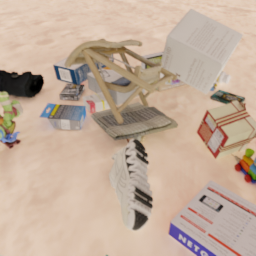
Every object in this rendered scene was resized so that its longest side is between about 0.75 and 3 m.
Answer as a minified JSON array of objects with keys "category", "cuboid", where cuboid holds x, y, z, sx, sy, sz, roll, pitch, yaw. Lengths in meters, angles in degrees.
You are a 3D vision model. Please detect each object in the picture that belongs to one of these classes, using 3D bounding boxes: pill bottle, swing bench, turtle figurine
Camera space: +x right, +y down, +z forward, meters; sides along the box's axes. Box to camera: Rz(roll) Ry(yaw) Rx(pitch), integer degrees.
[{"category":"pill bottle","cuboid":[4.271,-2.443,13.289,1.058,0.589,0.589,26,43,32]},{"category":"swing bench","cuboid":[-0.146,-2.008,9.870,2.831,1.837,2.816,48,29,3]},{"category":"turtle figurine","cuboid":[-4.420,-0.466,8.931,2.433,1.751,2.359,16,8,-11]}]

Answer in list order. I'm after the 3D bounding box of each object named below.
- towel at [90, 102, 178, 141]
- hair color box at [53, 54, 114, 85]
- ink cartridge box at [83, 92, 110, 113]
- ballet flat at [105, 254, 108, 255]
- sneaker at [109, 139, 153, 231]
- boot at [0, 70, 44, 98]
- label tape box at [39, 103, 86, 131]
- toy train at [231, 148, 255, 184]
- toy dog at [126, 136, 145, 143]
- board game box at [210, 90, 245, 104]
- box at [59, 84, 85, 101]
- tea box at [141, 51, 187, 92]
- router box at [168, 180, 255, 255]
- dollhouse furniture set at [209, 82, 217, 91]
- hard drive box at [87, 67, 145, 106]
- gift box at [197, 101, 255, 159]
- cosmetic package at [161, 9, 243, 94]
[{"category":"towel","cuboid":[0.170,-0.327,9.803,2.427,0.419,2.337,-11,24,-22]},{"category":"hair color box","cuboid":[-2.125,-3.212,13.919,1.445,0.875,2.890,19,44,29]},{"category":"ink cartridge box","cuboid":[-1.232,-1.056,11.428,1.031,0.430,0.748,-18,38,-23]},{"category":"ballet flat","cuboid":[0.339,3.379,4.737,2.921,1.010,1.039,25,61,30]},{"category":"sneaker","cuboid":[0.011,1.525,7.449,1.051,0.974,2.593,-26,39,23]},{"category":"boot","cuboid":[-5.217,-1.710,11.761,2.408,1.094,2.866,9,29,19]},{"category":"label tape box","cuboid":[-2.399,-0.427,10.444,1.484,0.470,1.070,5,34,2]},{"category":"toy train","cuboid":[3.488,0.917,8.282,0.574,0.785,1.357,-9,36,-14]},{"category":"toy dog","cuboid":[0.237,0.395,9.319,0.625,0.456,0.947,4,34,6]},{"category":"board game box","cuboid":[4.250,-1.260,11.957,1.221,0.172,0.826,26,43,33]},{"category":"box","cuboid":[-2.448,-1.572,12.310,0.846,0.267,1.073,4,36,7]},{"category":"tea box","cuboid":[1.776,-2.717,13.119,1.799,1.202,1.770,-18,39,-21]},{"category":"router box","cuboid":[2.296,2.344,6.471,2.059,0.503,1.848,29,44,35]},{"category":"dollhouse furniture set","cuboid":[3.678,-2.277,12.962,1.058,0.691,0.999,16,38,21]},{"category":"hard drive box","cuboid":[-0.538,-1.956,12.398,1.631,0.804,2.093,-28,44,-33]},{"category":"gift box","cuboid":[3.237,0.025,8.821,1.391,1.490,1.375,-15,60,-20]},{"category":"cosmetic package","cuboid":[2.804,-3.000,11.144,2.310,1.933,1.921,32,66,12]}]
